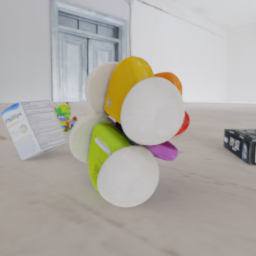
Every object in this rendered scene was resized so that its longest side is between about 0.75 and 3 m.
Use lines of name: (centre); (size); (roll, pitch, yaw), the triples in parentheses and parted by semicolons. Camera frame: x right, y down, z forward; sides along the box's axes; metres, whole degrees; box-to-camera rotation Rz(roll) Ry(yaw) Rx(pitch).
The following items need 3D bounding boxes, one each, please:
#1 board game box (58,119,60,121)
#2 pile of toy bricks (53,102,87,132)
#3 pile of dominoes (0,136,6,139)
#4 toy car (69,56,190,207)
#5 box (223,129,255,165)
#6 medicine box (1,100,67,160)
board game box: (-4.056, -0.460, 16.784); (0.554, 0.141, 0.819); (0, 8, 1)
pile of toy bricks: (-2.979, -0.571, 13.182); (2.688, 1.327, 1.491); (0, 8, -3)
pile of dominoes: (-5.458, 0.398, 10.730); (1.295, 0.206, 1.010); (4, 1, -33)
toy car: (0.178, 0.065, 5.075); (1.858, 2.478, 2.168); (9, 17, -35)
box: (4.476, 0.486, 7.997); (2.857, 0.622, 2.288); (0, 8, 2)
medicine box: (-2.612, 0.002, 7.950); (0.744, 1.445, 1.316); (-25, -1, 22)
